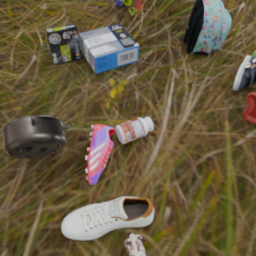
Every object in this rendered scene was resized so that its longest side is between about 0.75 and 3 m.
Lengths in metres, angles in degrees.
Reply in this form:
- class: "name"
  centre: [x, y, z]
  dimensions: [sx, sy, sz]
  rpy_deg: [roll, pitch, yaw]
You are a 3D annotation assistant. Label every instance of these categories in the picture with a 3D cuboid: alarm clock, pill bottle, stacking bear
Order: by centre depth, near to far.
- class: "alarm clock"
  centre: [-2.575, 0.397, 7.384]
  dimensions: [1.514, 2.244, 0.747]
  rpy_deg: [11, 60, -50]
- class: "pill bottle"
  centre: [0.201, 0.047, 8.387]
  dimensions: [1.051, 0.590, 0.590]
  rpy_deg: [-20, 53, -17]
- class: "stacking bear"
  centre: [4.620, -0.904, 8.781]
  dimensions: [1.783, 1.083, 1.014]
  rpy_deg: [-33, 49, -24]

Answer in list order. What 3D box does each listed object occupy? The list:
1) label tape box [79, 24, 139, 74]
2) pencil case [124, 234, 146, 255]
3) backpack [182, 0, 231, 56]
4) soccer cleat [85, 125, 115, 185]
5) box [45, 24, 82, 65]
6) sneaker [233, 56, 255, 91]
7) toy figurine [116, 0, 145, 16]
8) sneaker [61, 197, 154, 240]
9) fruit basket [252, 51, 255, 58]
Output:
- class: "label tape box"
  centre: [-0.938, -3.391, 11.078]
  dimensions: [1.809, 0.794, 2.508]
  rpy_deg: [-20, 54, -16]
- class: "pencil case"
  centre: [0.243, 2.898, 6.108]
  dimensions: [0.421, 0.484, 1.082]
  rpy_deg: [-12, 51, -12]
- class: "backpack"
  centre: [3.037, -3.997, 10.789]
  dimensions: [1.508, 2.004, 1.779]
  rpy_deg: [-1, 50, -1]
- class: "soccer cleat"
  centre: [-0.769, 0.688, 7.859]
  dimensions: [0.747, 0.651, 1.953]
  rpy_deg: [3, 48, -3]
- class: "box"
  centre: [-2.375, -3.088, 10.443]
  dimensions: [1.121, 1.399, 0.310]
  rpy_deg: [-15, 52, -13]
- class: "sneaker"
  centre: [4.317, -1.928, 9.896]
  dimensions: [0.767, 0.758, 1.933]
  rpy_deg: [21, 52, 24]
- class: "toy figurine"
  centre: [-0.106, -5.964, 13.422]
  dimensions: [1.135, 1.000, 1.895]
  rpy_deg: [-4, 41, 35]
- class: "sneaker"
  centre: [-0.497, 1.994, 6.567]
  dimensions: [2.230, 0.944, 0.812]
  rpy_deg: [-11, 53, -7]
- class: "fruit basket"
  centre: [5.600, -2.651, 10.293]
  dimensions: [1.806, 1.302, 1.806]
  rpy_deg: [9, 56, -14]
